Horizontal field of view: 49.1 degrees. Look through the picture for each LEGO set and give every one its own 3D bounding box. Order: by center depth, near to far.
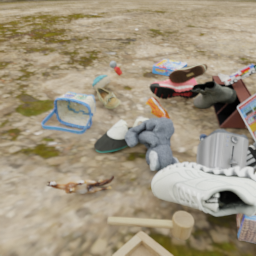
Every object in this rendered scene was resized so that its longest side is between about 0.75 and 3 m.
[{"bbox_3d":[4.915,-2.400,10.707,2.893,0.710,2.161,-25,-2,-44],"label":"LEGO set"}]

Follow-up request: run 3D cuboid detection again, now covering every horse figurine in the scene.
[{"bbox_3d":[-1.100,1.449,7.001,1.552,0.387,1.029,3,-15,-39],"label":"horse figurine"}]

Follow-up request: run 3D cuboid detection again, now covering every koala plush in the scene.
[{"bbox_3d":[0.841,0.593,7.971,1.319,1.367,1.488,21,44,-41],"label":"koala plush"}]

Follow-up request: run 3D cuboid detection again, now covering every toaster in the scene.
[{"bbox_3d":[2.308,0.857,7.171,0.991,1.743,1.126,15,67,-4],"label":"toaster"}]

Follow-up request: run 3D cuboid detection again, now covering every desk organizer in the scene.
[{"bbox_3d":[4.019,-1.108,11.010,1.121,1.044,2.911,2,31,7],"label":"desk organizer"}]

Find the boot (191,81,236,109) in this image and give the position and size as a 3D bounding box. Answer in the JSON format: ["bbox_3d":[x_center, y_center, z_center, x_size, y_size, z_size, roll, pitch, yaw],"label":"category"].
[{"bbox_3d":[2.831,-1.290,10.354,1.317,0.683,2.017,18,-13,-26],"label":"boot"}]

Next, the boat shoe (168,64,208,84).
[{"bbox_3d":[2.378,-2.143,11.007,1.620,0.598,0.599,-4,24,43],"label":"boat shoe"}]

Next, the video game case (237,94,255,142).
[{"bbox_3d":[4.316,-0.337,8.541,0.174,1.425,1.994,25,38,-33],"label":"video game case"}]

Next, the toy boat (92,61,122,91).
[{"bbox_3d":[-1.023,-2.301,12.666,1.537,0.714,1.292,-38,5,6],"label":"toy boat"}]

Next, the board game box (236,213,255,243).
[{"bbox_3d":[3.101,1.884,6.368,1.126,0.684,1.413,8,31,12],"label":"board game box"}]

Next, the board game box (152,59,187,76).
[{"bbox_3d":[2.257,-3.233,15.116,1.413,0.403,1.444,17,35,26],"label":"board game box"}]

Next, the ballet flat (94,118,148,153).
[{"bbox_3d":[0.090,0.117,9.129,2.526,0.864,0.859,-11,31,-17],"label":"ballet flat"}]

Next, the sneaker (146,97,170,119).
[{"bbox_3d":[1.135,-0.562,10.355,1.221,0.471,0.446,53,22,10],"label":"sneaker"}]

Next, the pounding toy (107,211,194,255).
[{"bbox_3d":[0.336,2.545,4.851,2.155,1.122,2.453,27,40,37],"label":"pounding toy"}]

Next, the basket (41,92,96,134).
[{"bbox_3d":[-1.971,-0.470,9.751,1.547,1.220,1.755,9,45,11],"label":"basket"}]

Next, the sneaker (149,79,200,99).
[{"bbox_3d":[1.930,-1.790,11.884,2.200,0.811,0.954,2,60,-11],"label":"sneaker"}]

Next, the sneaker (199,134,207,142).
[{"bbox_3d":[2.559,0.369,9.069,0.366,0.413,0.978,-14,28,-1],"label":"sneaker"}]

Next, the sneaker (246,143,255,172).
[{"bbox_3d":[4.060,0.601,7.548,1.210,2.096,0.786,27,41,-43],"label":"sneaker"}]

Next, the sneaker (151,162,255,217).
[{"bbox_3d":[1.607,1.383,6.143,2.602,0.978,1.054,-6,20,33],"label":"sneaker"}]

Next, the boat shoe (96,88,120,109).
[{"bbox_3d":[-0.854,-1.191,11.160,0.549,0.469,1.497,-40,39,-14],"label":"boat shoe"}]
